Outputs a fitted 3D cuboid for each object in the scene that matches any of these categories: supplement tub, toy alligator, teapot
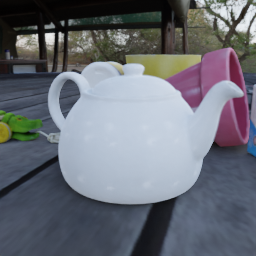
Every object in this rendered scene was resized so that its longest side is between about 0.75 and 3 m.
[{"bbox_3d":[-0.911,-1.976,12.256,1.806,1.806,2.485,3,14,12],"label":"supplement tub"},{"bbox_3d":[-2.827,-0.075,6.804,2.858,0.687,0.947,1,14,7],"label":"toy alligator"},{"bbox_3d":[0.002,-0.090,4.489,2.488,1.817,2.456,-4,14,-14],"label":"teapot"}]

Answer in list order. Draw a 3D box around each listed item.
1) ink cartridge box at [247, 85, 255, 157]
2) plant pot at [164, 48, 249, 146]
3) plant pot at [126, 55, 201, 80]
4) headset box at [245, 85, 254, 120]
[{"bbox_3d":[3.220,0.038,4.775,1.397,1.422,1.932,-1,15,-5],"label":"ink cartridge box"},{"bbox_3d":[1.616,-0.561,6.470,1.874,2.094,2.094,-9,7,31],"label":"plant pot"},{"bbox_3d":[1.355,-1.839,11.153,2.903,2.061,2.903,0,13,0],"label":"plant pot"},{"bbox_3d":[4.329,-0.903,9.541,1.727,0.896,2.320,9,16,18],"label":"headset box"}]
